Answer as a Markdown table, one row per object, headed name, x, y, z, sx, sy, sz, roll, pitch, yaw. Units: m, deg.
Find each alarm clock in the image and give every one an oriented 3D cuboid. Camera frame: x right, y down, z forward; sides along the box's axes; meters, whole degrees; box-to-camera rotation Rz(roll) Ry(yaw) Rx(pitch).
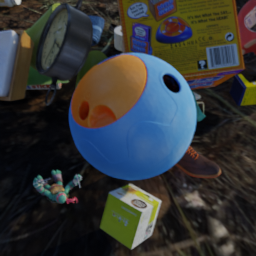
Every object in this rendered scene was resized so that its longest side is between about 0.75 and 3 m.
| name | x | y | z | sx | sy | sz | roll | pitch | yaw |
| --- | --- | --- | --- | --- | --- | --- | --- | --- | --- |
| alarm clock | -1.741 | -1.923 | 7.393 | 1.892 | 0.934 | 2.806 | 4 | 78 | 52 |

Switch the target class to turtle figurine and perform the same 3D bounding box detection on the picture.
| name | x | y | z | sx | sy | sz | roll | pitch | yaw |
| --- | --- | --- | --- | --- | --- | --- | --- | --- | --- |
| turtle figurine | -0.945 | 0.779 | 3.649 | 0.590 | 0.396 | 0.787 | 2 | 5 | -32 |

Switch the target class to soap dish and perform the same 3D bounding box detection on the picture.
| name | x | y | z | sx | sy | sz | roll | pitch | yaw |
| --- | --- | --- | --- | --- | --- | --- | --- | --- | --- |
| soap dish | -3.647 | -1.809 | 8.357 | 1.611 | 2.047 | 0.831 | 8 | -3 | 35 |

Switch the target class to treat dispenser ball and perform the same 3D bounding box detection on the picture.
| name | x | y | z | sx | sy | sz | roll | pitch | yaw |
| --- | --- | --- | --- | --- | --- | --- | --- | --- | --- |
| treat dispenser ball | 0.081 | -0.225 | 5.842 | 2.595 | 2.595 | 2.595 | 0 | 44 | 0 |

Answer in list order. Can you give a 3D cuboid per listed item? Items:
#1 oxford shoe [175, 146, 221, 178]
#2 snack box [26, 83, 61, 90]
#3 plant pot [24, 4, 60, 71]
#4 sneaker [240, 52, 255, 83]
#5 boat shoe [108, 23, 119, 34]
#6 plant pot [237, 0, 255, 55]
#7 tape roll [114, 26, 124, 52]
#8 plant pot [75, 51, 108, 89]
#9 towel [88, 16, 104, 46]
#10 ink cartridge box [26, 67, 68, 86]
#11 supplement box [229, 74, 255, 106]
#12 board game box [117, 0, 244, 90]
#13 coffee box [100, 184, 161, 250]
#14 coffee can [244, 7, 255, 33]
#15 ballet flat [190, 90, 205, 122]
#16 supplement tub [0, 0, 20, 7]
| name | x | y | z | sx | sy | sz | roll | pitch | yaw |
| --- | --- | --- | --- | --- | --- | --- | --- | --- | --- |
| oxford shoe | 1.593 | 0.795 | 7.302 | 1.689 | 0.613 | 0.601 | 18 | 47 | 18 |
| snack box | -3.874 | -1.822 | 10.231 | 2.884 | 0.351 | 1.037 | -1 | 45 | -1 |
| plant pot | -2.393 | -3.006 | 9.267 | 1.916 | 1.762 | 1.916 | 30 | 41 | -30 |
| sneaker | 3.517 | -1.632 | 7.808 | 0.680 | 0.812 | 1.790 | -21 | 14 | 18 |
| boat shoe | -0.481 | -4.544 | 13.037 | 1.184 | 0.434 | 0.441 | 30 | 51 | 28 |
| plant pot | 5.149 | -3.279 | 10.406 | 2.562 | 2.562 | 2.267 | 15 | 56 | 15 |
| tape roll | -0.073 | -3.864 | 12.106 | 1.068 | 0.733 | 1.068 | 0 | 44 | 0 |
| plant pot | -0.987 | -1.706 | 8.934 | 1.476 | 1.476 | 1.578 | -7 | 52 | -7 |
| towel | -1.825 | -4.536 | 12.950 | 1.252 | 0.544 | 2.242 | 4 | 43 | 3 |
| ink cartridge box | -3.643 | -2.295 | 9.990 | 2.833 | 0.679 | 2.062 | -8 | 48 | -6 |
| supplement box | 4.293 | -1.313 | 9.394 | 1.425 | 0.776 | 0.780 | -4 | 44 | -4 |
| board game box | 1.291 | -2.608 | 8.177 | 2.857 | 2.854 | 2.855 | -7 | 0 | 3 |
| coffee box | 0.051 | 1.764 | 5.708 | 0.826 | 0.827 | 0.818 | 23 | 14 | 30 |
| coffee can | 3.989 | -3.359 | 8.302 | 0.656 | 0.896 | 0.656 | 2 | 79 | -10 |
| ballet flat | 2.039 | -0.764 | 8.476 | 0.410 | 1.165 | 0.392 | -24 | 16 | 6 |
| supplement tub | -6.998 | -7.328 | 15.283 | 1.870 | 1.350 | 1.350 | 0 | 44 | -1 |
